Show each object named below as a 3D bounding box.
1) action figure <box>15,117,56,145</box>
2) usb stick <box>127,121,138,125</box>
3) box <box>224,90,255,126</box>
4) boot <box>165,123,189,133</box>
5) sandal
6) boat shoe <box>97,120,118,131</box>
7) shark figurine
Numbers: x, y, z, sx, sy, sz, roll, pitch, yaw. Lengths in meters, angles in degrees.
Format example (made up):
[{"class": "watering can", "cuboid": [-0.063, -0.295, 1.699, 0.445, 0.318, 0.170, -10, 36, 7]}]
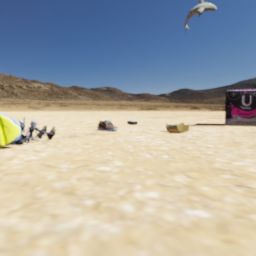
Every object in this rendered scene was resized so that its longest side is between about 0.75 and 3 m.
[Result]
[{"class": "action figure", "cuboid": [-2.244, 0.060, 6.274, 0.694, 0.596, 1.168, 15, 10, 32]}, {"class": "usb stick", "cuboid": [0.183, -0.241, 13.025, 0.278, 0.163, 1.002, -1, 5, -16]}, {"class": "box", "cuboid": [5.708, -0.890, 12.233, 2.713, 1.557, 1.793, 2, 5, 23]}, {"class": "boot", "cuboid": [1.494, -0.022, 8.979, 0.694, 0.325, 0.893, 3, 4, 32]}, {"class": "sandal", "cuboid": [-3.067, 0.033, 5.691, 1.964, 0.780, 0.855, 2, 0, 9]}, {"class": "boat shoe", "cuboid": [-0.729, -0.086, 9.553, 0.366, 0.366, 1.012, -4, 6, -44]}, {"class": "shark figurine", "cuboid": [2.399, -3.995, 9.836, 1.331, 0.795, 0.555, -36, 34, 19]}]
